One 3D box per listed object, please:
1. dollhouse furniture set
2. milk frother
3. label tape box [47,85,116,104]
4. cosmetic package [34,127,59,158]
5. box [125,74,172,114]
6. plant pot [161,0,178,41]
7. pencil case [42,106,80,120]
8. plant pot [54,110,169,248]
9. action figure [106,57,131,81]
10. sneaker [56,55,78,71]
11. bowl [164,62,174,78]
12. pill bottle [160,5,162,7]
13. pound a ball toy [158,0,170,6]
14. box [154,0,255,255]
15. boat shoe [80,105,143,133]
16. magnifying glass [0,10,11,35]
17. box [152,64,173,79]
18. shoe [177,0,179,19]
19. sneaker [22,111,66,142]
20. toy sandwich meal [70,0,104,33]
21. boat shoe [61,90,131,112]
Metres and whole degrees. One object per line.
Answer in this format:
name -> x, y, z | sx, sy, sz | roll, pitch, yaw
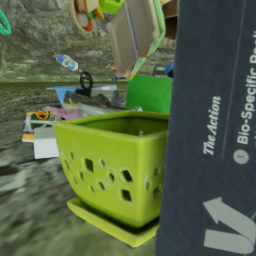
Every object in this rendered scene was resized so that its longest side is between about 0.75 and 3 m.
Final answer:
dollhouse furniture set -> 0.288, -2.441, 5.157 | 1.154, 2.989, 1.494 | -5, -13, -28
milk frother -> -1.153, -1.367, 10.814 | 1.565, 1.664, 1.502 | 2, 8, 9
label tape box -> -2.185, -1.607, 13.778 | 2.113, 0.975, 2.949 | 6, 15, 27
cosmetic package -> -1.170, 0.240, 5.948 | 1.561, 0.403, 1.177 | -4, 14, -17
box -> 1.544, -0.965, 9.193 | 2.266, 1.241, 2.568 | 0, 13, -30
plant pot -> 1.762, -3.665, 7.979 | 1.712, 1.831, 1.712 | 8, -4, 0
pencil case -> -1.987, -0.354, 8.521 | 1.331, 0.582, 0.582 | 3, 12, 10
plant pot -> 0.054, 0.459, 3.043 | 1.235, 1.127, 1.241 | 10, 15, 41
action figure -> -0.351, -2.324, 11.413 | 1.115, 0.603, 1.152 | 37, 38, 14
sneaker -> -2.457, -2.641, 11.028 | 1.130, 0.428, 0.435 | 30, 9, 28
bowl -> 1.816, -2.038, 9.699 | 1.116, 0.219, 1.116 | -11, -14, -3
pill bottle -> 0.965, -3.873, 8.866 | 1.750, 0.975, 0.975 | -48, 33, -19
pound a ball toy -> 0.669, -2.924, 6.211 | 0.752, 0.320, 0.491 | -18, -17, 27
box -> 1.589, -0.012, 1.797 | 2.416, 2.376, 1.418 | 13, 16, 33
boat shoe -> -0.157, -0.278, 7.656 | 2.306, 0.739, 0.850 | 0, 11, -1
magnifying glass -> -3.383, -3.073, 7.013 | 0.167, 1.489, 0.593 | -20, 25, 7
box -> 2.609, -1.832, 12.471 | 2.716, 0.667, 2.189 | 5, -31, 23
shoe -> 1.845, -2.173, 6.179 | 1.289, 1.013, 2.834 | -16, -23, 3
sneaker -> -2.021, -0.128, 7.087 | 0.701, 0.692, 1.791 | 0, 10, 11
toy sandwich meal -> -1.001, -3.097, 7.109 | 0.460, 1.344, 1.344 | 4, 12, 22
boat shoe -> -1.083, -0.810, 9.680 | 2.505, 0.823, 0.895 | 9, 9, 8
